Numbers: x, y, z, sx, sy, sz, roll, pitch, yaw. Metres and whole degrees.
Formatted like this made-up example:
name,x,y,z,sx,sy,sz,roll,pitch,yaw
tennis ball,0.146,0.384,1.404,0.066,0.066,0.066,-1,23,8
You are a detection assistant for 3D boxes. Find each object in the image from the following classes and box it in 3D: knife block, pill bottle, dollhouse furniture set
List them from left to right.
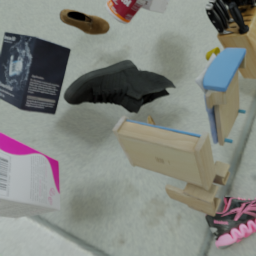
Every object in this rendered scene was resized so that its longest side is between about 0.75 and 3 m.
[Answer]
name,x,y,z,sx,sy,sz,roll,pitch,yaw
pill bottle,0.107,-3.416,7.131,0.778,1.377,0.778,29,37,-25
dollhouse furniture set,1.405,-0.075,6.196,1.771,2.562,2.714,14,55,34
knife block,3.102,-2.508,7.706,2.534,2.886,0.923,-24,27,-35

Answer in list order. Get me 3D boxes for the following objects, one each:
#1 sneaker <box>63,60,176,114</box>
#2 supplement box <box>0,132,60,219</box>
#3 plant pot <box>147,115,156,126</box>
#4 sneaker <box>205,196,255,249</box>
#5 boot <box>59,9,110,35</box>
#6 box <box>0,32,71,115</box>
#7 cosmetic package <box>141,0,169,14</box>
name,x,y,z,sx,sy,sz,roll,pitch,yaw
sneaker,-0.173,-0.984,7.725,2.903,0.872,1.514,-31,74,-31
supplement box,-2.429,1.034,5.540,1.219,2.358,1.193,-14,65,13
plant pot,0.758,0.157,7.488,0.144,1.050,1.050,-28,66,9
sneaker,3.369,2.351,8.014,2.577,1.018,1.229,-23,55,-12
boot,-1.295,-3.421,9.115,1.742,0.657,0.641,3,103,-34
box,-2.546,-1.423,7.242,1.720,1.027,1.749,22,99,40
cosmetic package,0.557,-4.080,8.563,1.073,0.754,2.116,25,26,9
